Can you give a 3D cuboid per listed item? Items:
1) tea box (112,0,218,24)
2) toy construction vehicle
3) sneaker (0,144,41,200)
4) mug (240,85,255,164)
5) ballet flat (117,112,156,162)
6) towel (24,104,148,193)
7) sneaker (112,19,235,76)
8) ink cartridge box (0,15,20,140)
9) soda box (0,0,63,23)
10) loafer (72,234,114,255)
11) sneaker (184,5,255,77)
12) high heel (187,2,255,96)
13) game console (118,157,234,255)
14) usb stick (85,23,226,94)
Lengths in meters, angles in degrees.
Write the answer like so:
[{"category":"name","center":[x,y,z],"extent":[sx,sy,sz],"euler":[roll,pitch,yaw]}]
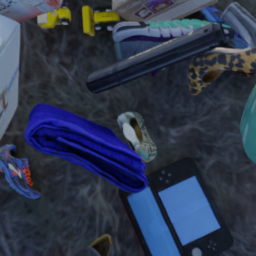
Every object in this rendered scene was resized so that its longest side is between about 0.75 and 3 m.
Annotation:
[{"category":"tea box","center":[0.940,-4.317,7.647],"extent":[2.410,1.610,2.371],"euler":[-9,74,41]},{"category":"toy construction vehicle","center":[-1.510,-3.884,8.614],"extent":[2.491,0.877,2.169],"euler":[-6,89,2]},{"category":"sneaker","center":[-2.941,1.173,7.532],"extent":[0.732,0.703,1.865],"euler":[-41,83,-13]},{"category":"mug","center":[3.294,-0.377,5.319],"extent":[1.694,2.251,2.740],"euler":[24,110,33]},{"category":"ballet flat","center":[0.082,0.031,5.574],"extent":[0.532,0.591,1.568],"euler":[-43,38,14]},{"category":"towel","center":[-0.857,0.152,5.294],"extent":[2.031,2.750,0.681],"euler":[30,90,-21]},{"category":"sneaker","center":[0.971,-1.747,6.185],"extent":[2.596,0.966,1.136],"euler":[-1,119,0]},{"category":"ink cartridge box","center":[-3.445,-0.718,5.191],"extent":[2.114,2.910,2.104],"euler":[21,57,-10]},{"category":"soda box","center":[-2.147,-2.568,5.149],"extent":[2.638,0.839,0.902],"euler":[8,77,42]},{"category":"loafer","center":[-0.835,2.508,4.858],"extent":[0.917,2.519,0.911],"euler":[10,83,11]},{"category":"sneaker","center":[2.854,-2.827,8.275],"extent":[2.988,1.125,1.172],"euler":[44,73,0]},{"category":"high heel","center":[1.949,-0.931,5.267],"extent":[0.792,2.218,1.581],"euler":[-24,65,-26]},{"category":"game console","center":[1.267,2.204,6.847],"extent":[2.255,1.553,2.617],"euler":[-24,79,-5]},{"category":"usb stick","center":[0.418,-1.284,5.412],"extent":[2.823,0.783,0.460],"euler":[-16,102,27]}]
